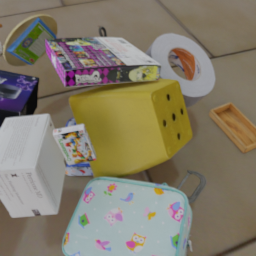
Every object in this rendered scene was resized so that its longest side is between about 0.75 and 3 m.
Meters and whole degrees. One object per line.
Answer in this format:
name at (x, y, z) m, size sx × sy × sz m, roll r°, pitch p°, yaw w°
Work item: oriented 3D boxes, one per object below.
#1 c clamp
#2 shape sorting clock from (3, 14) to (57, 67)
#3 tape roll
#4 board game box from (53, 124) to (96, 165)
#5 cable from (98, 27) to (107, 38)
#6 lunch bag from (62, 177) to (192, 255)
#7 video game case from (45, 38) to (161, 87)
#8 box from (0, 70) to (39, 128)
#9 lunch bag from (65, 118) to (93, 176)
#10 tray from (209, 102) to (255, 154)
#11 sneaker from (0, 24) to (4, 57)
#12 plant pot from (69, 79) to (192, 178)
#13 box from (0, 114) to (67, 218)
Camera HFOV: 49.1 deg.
c clamp at (1.623, 1.614, 7.831) m, size 0.909 × 0.144 × 1.064 m, roll 40°, pitch 93°, yaw 12°
shape sorting clock at (-3.216, -2.874, 9.297) m, size 0.413 × 2.104 × 2.104 m, roll 42°, pitch 60°, yaw 8°
tape roll at (1.638, -1.876, 9.180) m, size 2.415 × 0.798 × 2.415 m, roll 11°, pitch 63°, yaw -22°
board game box at (-1.110, 0.378, 5.949) m, size 0.640 × 1.014 × 0.175 m, roll -11°, pitch 44°, yaw 3°
cable at (-0.705, -2.782, 9.481) m, size 0.590 × 1.215 × 0.306 m, roll -11°, pitch 17°, yaw -39°
lunch bag at (0.089, 2.339, 6.617) m, size 2.845 × 1.097 × 2.282 m, roll 5°, pitch 55°, yaw 24°
video game case at (-0.836, -1.974, 7.927) m, size 2.548 × 0.503 × 2.811 m, roll -8°, pitch 33°, yaw -23°
box at (-4.150, -0.767, 7.557) m, size 2.954 × 1.165 × 2.085 m, roll 10°, pitch 31°, yaw -10°
lunch bag at (-1.538, 0.655, 10.347) m, size 1.942 × 0.916 × 2.424 m, roll -1°, pitch 49°, yaw 2°
tray at (4.360, -0.051, 11.251) m, size 1.075 × 0.403 × 2.179 m, roll -21°, pitch 53°, yaw -16°
sneaker at (-4.850, -2.356, 9.786) m, size 1.043 × 2.865 × 1.213 m, roll 19°, pitch 16°, yaw 33°
plant pot at (0.325, -0.142, 7.879) m, size 2.239 × 2.538 × 2.539 m, roll -9°, pitch 13°, yaw 36°
box at (-2.115, 0.818, 6.109) m, size 1.049 × 1.597 × 1.606 m, roll -6°, pitch 41°, yaw 2°
